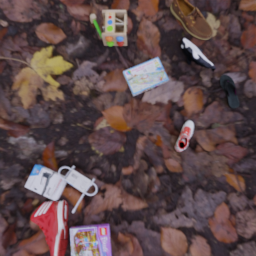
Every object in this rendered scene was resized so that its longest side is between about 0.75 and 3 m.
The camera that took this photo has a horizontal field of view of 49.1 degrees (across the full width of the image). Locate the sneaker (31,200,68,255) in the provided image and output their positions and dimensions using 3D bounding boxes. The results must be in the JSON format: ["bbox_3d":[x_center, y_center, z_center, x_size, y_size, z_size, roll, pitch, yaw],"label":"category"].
[{"bbox_3d":[-2.730,3.545,9.646,1.174,0.797,2.033,-1,69,8],"label":"sneaker"}]

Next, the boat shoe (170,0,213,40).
[{"bbox_3d":[2.437,-4.203,10.724,0.736,0.690,2.044,-43,84,-6],"label":"boat shoe"}]

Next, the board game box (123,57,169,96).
[{"bbox_3d":[0.662,-1.940,10.613,1.463,0.250,0.984,-23,83,-3],"label":"board game box"}]

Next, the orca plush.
[{"bbox_3d":[2.559,-2.635,10.688,1.687,0.600,0.888,38,39,0],"label":"orca plush"}]

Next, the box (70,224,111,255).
[{"bbox_3d":[-1.257,4.379,9.607,1.342,0.384,1.962,-4,82,-1],"label":"box"}]

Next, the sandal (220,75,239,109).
[{"bbox_3d":[3.858,-1.401,10.491,0.510,0.325,1.356,-17,81,-3],"label":"sandal"}]

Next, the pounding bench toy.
[{"bbox_3d":[-0.759,-3.680,10.539,1.423,0.884,1.110,1,81,3],"label":"pounding bench toy"}]

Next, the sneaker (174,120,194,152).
[{"bbox_3d":[2.081,0.274,10.066,0.425,0.682,1.273,27,82,4],"label":"sneaker"}]

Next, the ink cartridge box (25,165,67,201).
[{"bbox_3d":[-2.874,1.932,9.912,1.191,0.502,0.861,23,82,3],"label":"ink cartridge box"}]

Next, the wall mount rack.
[{"bbox_3d":[-1.887,2.087,9.684,1.512,0.564,1.314,32,55,4],"label":"wall mount rack"}]
